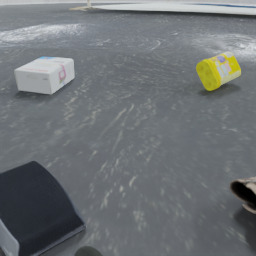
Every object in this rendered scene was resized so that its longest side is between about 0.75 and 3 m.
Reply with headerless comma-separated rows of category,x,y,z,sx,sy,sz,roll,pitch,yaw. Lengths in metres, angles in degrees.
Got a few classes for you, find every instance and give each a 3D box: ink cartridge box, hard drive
ink cartridge box,-3.471,-2.285,11.913,1.563,0.915,2.163,8,29,14
hard drive,-2.023,1.505,5.680,1.540,0.483,2.283,-21,36,-32

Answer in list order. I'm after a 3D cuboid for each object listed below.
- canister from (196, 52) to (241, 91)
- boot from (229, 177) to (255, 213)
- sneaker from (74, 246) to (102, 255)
canister,3.801,-2.396,11.652,1.683,1.250,0.728,-25,-1,-29
boot,2.959,1.469,5.087,1.554,0.747,2.126,11,3,-17
sneaker,-0.482,2.314,3.969,0.677,0.809,1.828,-9,29,-13
